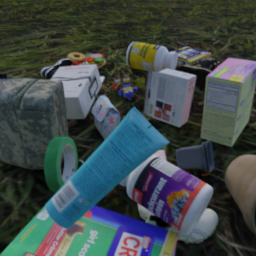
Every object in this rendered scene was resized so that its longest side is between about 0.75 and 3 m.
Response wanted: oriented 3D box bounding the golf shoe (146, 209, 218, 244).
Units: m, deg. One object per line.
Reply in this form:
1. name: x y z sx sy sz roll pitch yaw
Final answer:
1. golf shoe: 1.250 2.117 6.302 1.927 0.937 0.754 -12 34 -20

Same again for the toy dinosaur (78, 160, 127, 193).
1. toy dinosaur: -0.526 1.102 7.020 1.310 2.561 0.986 4 71 -13

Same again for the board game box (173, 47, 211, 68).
1. board game box: 3.368 -3.910 15.750 2.064 0.585 1.706 -29 45 -36

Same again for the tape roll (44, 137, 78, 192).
1. tape roll: -1.761 0.972 7.505 0.352 1.466 1.466 -1 33 11

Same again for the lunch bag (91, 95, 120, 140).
1. lunch bag: -0.779 -0.393 9.780 0.801 1.259 1.068 -12 36 -21

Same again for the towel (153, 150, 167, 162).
1. towel: 0.349 1.187 8.257 1.651 0.266 1.577 -1 32 -1

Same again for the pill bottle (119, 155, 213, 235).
1. pill bottle: 0.648 1.222 5.807 1.916 1.067 1.067 28 42 27

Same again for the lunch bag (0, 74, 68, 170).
1. lunch bag: -3.034 -0.165 8.239 2.192 2.613 1.821 2 34 1

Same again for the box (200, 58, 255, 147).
1. box: 3.469 -0.917 9.581 1.122 2.321 2.042 18 38 31

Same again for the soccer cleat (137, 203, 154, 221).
1. soccer cleat: 1.102 1.794 7.033 1.798 0.623 0.697 -14 50 -14

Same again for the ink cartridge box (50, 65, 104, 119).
1. ink cartridge box: -2.161 -1.630 11.135 1.724 1.008 2.973 0 40 14

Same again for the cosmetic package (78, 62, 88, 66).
1. cosmetic package: -2.353 -2.759 13.635 1.022 0.576 0.414 -25 13 7

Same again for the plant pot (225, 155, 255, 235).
1. plant pot: 3.259 1.464 6.698 1.942 1.942 1.685 -9 18 -13

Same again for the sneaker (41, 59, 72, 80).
1. sneaker: -3.371 -2.854 14.167 1.829 0.668 1.023 -35 50 -30

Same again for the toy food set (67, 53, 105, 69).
1. toy food set: -2.252 -3.715 15.505 2.081 0.511 2.102 -10 34 -16

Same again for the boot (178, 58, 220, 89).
1. boot: 3.959 -2.705 13.674 1.884 0.916 2.503 -24 35 -31

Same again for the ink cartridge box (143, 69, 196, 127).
1. ink cartridge box: 1.496 -1.178 10.389 1.604 1.827 0.766 22 31 28

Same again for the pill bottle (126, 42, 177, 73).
1. pill bottle: 1.245 -3.615 14.582 2.459 1.377 1.377 17 37 23

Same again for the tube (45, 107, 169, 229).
1. tube: -0.411 0.725 4.841 2.282 0.575 0.883 -44 82 -1

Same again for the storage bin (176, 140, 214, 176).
1. storage bin: 1.928 0.885 8.024 0.887 0.961 1.320 -8 -4 22

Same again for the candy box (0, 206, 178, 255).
1. candy box: -0.776 2.715 5.167 2.861 1.102 2.419 14 32 17

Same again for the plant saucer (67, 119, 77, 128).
1. plant saucer: -2.471 -0.316 10.661 1.022 0.187 1.022 0 34 0

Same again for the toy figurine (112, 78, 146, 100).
1. toy figurine: 0.100 -1.607 12.450 1.544 0.814 0.925 -8 63 -7
